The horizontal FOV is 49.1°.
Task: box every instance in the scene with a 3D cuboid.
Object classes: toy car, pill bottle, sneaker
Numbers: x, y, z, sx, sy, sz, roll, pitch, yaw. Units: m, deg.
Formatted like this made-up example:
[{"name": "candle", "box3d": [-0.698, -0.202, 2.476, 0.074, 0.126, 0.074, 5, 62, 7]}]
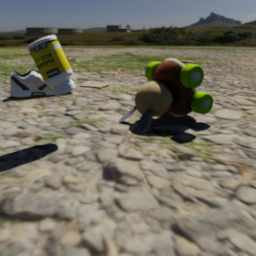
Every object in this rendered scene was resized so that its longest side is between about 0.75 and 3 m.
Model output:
[{"name": "toy car", "box3d": [0.947, -0.746, 8.688, 2.480, 1.957, 2.037, -41, 32, -19]}, {"name": "pill bottle", "box3d": [-1.905, -1.556, 7.176, 0.776, 1.394, 0.776, -23, 14, 6]}, {"name": "sneaker", "box3d": [-3.700, -1.977, 12.177, 2.788, 1.115, 1.028, -7, 19, -24]}]

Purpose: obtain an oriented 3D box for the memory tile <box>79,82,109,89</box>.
[{"name": "memory tile", "box3d": [-1.699, -2.163, 14.133, 1.313, 0.110, 1.006, 10, 22, 26]}]
